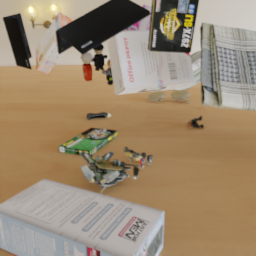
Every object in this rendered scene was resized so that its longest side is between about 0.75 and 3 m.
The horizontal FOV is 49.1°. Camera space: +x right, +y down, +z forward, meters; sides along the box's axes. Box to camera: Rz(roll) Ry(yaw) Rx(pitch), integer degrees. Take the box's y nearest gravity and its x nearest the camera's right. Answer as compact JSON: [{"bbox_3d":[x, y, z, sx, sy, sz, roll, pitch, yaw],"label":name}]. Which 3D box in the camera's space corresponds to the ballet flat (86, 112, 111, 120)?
[{"bbox_3d":[-1.332,-0.501,12.668,1.116,0.371,0.317,-4,59,-11],"label":"ballet flat"}]

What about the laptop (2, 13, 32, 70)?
[{"bbox_3d":[-2.666,-2.266,7.223,0.709,1.217,1.373,-1,28,10],"label":"laptop"}]

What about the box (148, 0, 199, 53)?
[{"bbox_3d":[1.279,-3.017,8.101,1.280,1.603,0.395,1,28,-7],"label":"box"}]

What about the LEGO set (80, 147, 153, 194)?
[{"bbox_3d":[-0.316,1.074,7.066,2.571,0.729,1.670,2,13,-42],"label":"LEGO set"}]

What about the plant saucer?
[{"bbox_3d":[2.922,-2.651,12.137,2.589,0.650,2.589,-26,-17,-9],"label":"plant saucer"}]

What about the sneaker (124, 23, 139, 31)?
[{"bbox_3d":[0.001,-3.682,9.920,0.598,0.551,1.356,-10,-6,20],"label":"sneaker"}]

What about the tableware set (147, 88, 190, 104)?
[{"bbox_3d":[2.397,-1.778,16.474,2.461,0.493,1.627,-2,28,14],"label":"tableware set"}]

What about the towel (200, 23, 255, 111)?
[{"bbox_3d":[3.443,-1.757,8.032,2.884,2.777,0.498,5,-18,-5],"label":"towel"}]

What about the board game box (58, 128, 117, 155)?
[{"bbox_3d":[-1.284,0.429,9.553,1.134,0.254,2.165,9,19,20],"label":"board game box"}]

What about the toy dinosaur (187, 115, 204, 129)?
[{"bbox_3d":[2.676,-0.159,11.363,0.680,0.512,1.002,-7,30,30],"label":"toy dinosaur"}]

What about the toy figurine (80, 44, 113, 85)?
[{"bbox_3d":[-1.049,-2.913,12.595,1.856,1.311,1.885,14,37,18],"label":"toy figurine"}]

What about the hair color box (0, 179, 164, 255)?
[{"bbox_3d":[-0.814,1.654,4.566,2.530,0.767,1.253,8,18,26],"label":"hair color box"}]

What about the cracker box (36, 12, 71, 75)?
[{"bbox_3d":[-2.968,-3.341,11.191,0.600,2.081,1.394,19,41,-36],"label":"cracker box"}]

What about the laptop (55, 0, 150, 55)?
[{"bbox_3d":[-0.687,-2.214,6.675,1.807,1.053,2.039,-34,0,-14],"label":"laptop"}]

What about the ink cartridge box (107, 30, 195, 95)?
[{"bbox_3d":[0.790,-2.312,9.893,2.689,1.984,1.151,-8,-3,-19],"label":"ink cartridge box"}]

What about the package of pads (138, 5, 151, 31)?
[{"bbox_3d":[1.018,-4.364,11.829,0.713,1.135,1.883,27,18,19],"label":"package of pads"}]
